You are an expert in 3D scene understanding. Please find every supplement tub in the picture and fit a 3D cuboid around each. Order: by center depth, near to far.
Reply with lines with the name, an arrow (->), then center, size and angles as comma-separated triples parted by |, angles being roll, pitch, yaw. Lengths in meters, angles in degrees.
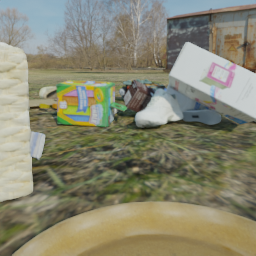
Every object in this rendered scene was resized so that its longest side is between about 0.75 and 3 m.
supplement tub -> 2.763, -1.276, 11.025 | 2.279, 1.503, 1.503 | -8, 16, -32

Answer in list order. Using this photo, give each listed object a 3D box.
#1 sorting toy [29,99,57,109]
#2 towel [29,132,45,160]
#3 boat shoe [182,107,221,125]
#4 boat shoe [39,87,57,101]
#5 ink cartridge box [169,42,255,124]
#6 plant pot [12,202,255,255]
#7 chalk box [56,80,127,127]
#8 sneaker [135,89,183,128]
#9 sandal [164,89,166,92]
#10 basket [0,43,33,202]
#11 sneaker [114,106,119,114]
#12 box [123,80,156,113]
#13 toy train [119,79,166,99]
sorting toy -> -3.964, -1.035, 12.695 | 1.749, 0.314, 2.347 | -3, 13, -30
towel -> -2.123, 0.363, 6.187 | 0.753, 0.553, 0.090 | 8, -7, 38
boat shoe -> 2.538, -0.430, 9.574 | 1.407, 0.519, 0.480 | 0, 25, 42
boat shoe -> -3.491, -1.954, 15.252 | 2.590, 0.934, 0.841 | -17, 27, -37
ink cartridge box -> 2.656, -1.270, 8.507 | 2.730, 1.156, 1.973 | 30, 2, 9
plant pot -> 0.336, 1.420, 2.097 | 2.905, 0.399, 2.905 | -1, 14, 0
chalk box -> -1.148, -0.842, 9.447 | 2.170, 1.345, 1.355 | 3, 15, 6
sneaker -> 0.915, -0.656, 8.969 | 0.901, 1.149, 2.313 | -8, 4, 35
sandal -> 1.750, -1.454, 13.201 | 1.961, 0.854, 0.779 | -2, 15, 1
basket -> -2.794, -0.094, 4.236 | 2.447, 2.425, 1.968 | -8, 20, -32
sneaker -> -0.913, -0.774, 11.356 | 1.185, 0.433, 0.663 | 14, 14, 20
box -> 0.485, -1.090, 10.292 | 1.006, 0.826, 0.834 | 20, 28, -25
toy train -> 0.805, -1.949, 14.948 | 2.622, 1.117, 1.494 | -13, 28, -43
